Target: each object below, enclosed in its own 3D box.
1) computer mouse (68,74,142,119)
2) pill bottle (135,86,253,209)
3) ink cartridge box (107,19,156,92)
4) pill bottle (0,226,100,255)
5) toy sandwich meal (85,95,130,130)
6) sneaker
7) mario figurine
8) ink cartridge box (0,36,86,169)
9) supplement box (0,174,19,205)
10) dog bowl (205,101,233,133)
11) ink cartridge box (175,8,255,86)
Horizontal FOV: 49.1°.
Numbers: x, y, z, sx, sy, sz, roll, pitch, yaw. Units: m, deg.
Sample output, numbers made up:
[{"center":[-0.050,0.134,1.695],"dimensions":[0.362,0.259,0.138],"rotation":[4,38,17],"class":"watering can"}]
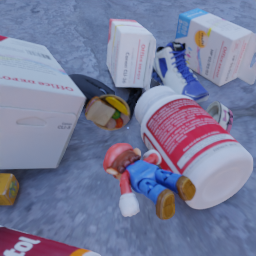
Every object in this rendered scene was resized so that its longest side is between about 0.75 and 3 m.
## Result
[{"center":[-0.796,-1.265,8.356],"dimensions":[2.558,0.589,1.796],"rotation":[23,43,12],"class":"computer mouse"},{"center":[1.247,0.259,6.255],"dimensions":[1.550,1.550,2.762],"rotation":[-17,45,-17],"class":"pill bottle"},{"center":[-0.009,-2.239,8.456],"dimensions":[0.916,1.580,2.713],"rotation":[-1,30,-13],"class":"ink cartridge box"},{"center":[-1.725,2.299,4.096],"dimensions":[2.596,1.466,1.466],"rotation":[6,43,19],"class":"pill bottle"},{"center":[-0.492,-0.341,6.911],"dimensions":[1.109,1.109,0.380],"rotation":[1,30,1],"class":"toy sandwich meal"},{"center":[1.407,-1.739,8.196],"dimensions":[0.915,1.309,2.266],"rotation":[-19,49,-27],"class":"sneaker"},{"center":[0.264,0.893,4.740],"dimensions":[1.108,0.951,1.795],"rotation":[9,11,-39],"class":"mario figurine"},{"center":[-2.645,-0.659,6.383],"dimensions":[2.012,2.002,2.768],"rotation":[5,31,-40],"class":"ink cartridge box"},{"center":[-3.138,1.269,5.797],"dimensions":[1.572,0.541,0.523],"rotation":[-1,46,6],"class":"supplement box"},{"center":[2.216,-0.091,7.067],"dimensions":[0.406,1.102,1.102],"rotation":[18,44,-6],"class":"dog bowl"},{"center":[2.853,-2.557,9.159],"dimensions":[0.967,1.640,2.849],"rotation":[-27,50,-26],"class":"ink cartridge box"}]
